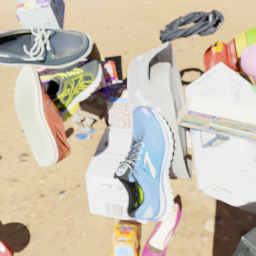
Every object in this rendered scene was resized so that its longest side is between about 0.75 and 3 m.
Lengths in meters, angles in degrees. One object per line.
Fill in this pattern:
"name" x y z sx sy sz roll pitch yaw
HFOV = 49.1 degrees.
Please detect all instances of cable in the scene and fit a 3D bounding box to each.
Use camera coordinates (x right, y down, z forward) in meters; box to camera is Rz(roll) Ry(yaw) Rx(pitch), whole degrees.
"cable" 1.557 -2.567 7.209 1.593 0.496 1.952 -19 27 11

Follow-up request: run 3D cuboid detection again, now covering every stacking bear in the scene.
"stacking bear" 3.201 -2.040 7.563 2.335 1.328 1.418 -9 59 24

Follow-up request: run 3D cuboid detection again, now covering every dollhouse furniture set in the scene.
"dollhouse furniture set" -1.005 -0.418 9.706 1.397 1.284 0.909 18 24 -38

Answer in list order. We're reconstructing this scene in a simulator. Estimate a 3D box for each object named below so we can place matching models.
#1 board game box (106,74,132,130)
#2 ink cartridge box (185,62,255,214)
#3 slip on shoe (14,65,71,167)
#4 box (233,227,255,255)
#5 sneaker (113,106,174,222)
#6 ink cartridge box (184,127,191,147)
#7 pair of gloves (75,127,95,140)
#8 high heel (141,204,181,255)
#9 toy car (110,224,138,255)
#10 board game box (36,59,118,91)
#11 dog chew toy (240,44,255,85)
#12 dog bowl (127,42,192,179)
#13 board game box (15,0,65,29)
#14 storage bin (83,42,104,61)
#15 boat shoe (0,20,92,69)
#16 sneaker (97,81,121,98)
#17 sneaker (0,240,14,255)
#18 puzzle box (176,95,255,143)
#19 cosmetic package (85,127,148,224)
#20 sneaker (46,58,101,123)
"board game box" 0.376 -0.592 8.813 1.138 1.873 2.350 12 41 17
"ink cartridge box" 2.353 0.220 5.942 1.915 1.153 2.635 25 49 -27
"slip on shoe" -1.533 -0.238 5.000 0.579 0.701 1.892 -6 70 -54
"box" 2.870 2.701 4.748 2.018 2.717 1.689 -21 44 -24
"sneaker" 0.207 0.520 4.211 0.786 0.692 1.762 2 78 -30
"ink cartridge box" 1.652 0.272 9.230 1.084 0.362 0.628 5 53 -22
"pair of gloves" -1.517 0.197 9.889 0.609 0.086 0.757 6 39 10
"high heel" 0.776 2.521 6.503 0.549 0.781 1.629 26 46 28
"toy car" 0.561 2.765 6.249 2.223 0.740 1.091 14 42 17
"board game box" -1.658 -1.306 7.410 1.827 0.559 2.412 -24 25 -25
"dog chew toy" 3.565 -1.260 6.520 2.049 1.276 1.276 32 45 4
"dog bowl" 0.752 -0.307 6.065 0.852 2.904 2.904 -9 37 16
"board game box" -2.251 -3.134 7.379 0.882 0.898 1.712 -12 49 5
"storage bin" -1.407 -2.139 9.954 0.594 1.258 1.267 -4 38 34
"boat shoe" -1.799 -1.656 5.554 2.109 0.652 0.790 2 82 9
"sneaker" -0.528 -1.524 11.504 2.039 0.820 0.902 25 52 33
"sneaker" -3.423 2.871 6.335 1.665 0.652 0.962 11 48 32
"puzzle box" 1.678 -0.045 4.176 1.778 1.183 0.226 13 81 4
"cosmetic package" -0.070 1.204 7.480 1.580 1.570 1.888 7 39 9
"sneaker" -1.155 -0.888 5.695 0.642 0.730 1.725 7 56 38
